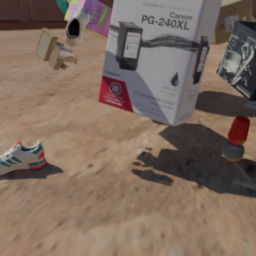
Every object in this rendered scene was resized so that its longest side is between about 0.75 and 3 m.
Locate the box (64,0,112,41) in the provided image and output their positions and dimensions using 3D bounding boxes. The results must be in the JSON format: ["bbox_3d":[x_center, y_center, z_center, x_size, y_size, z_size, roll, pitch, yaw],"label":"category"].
[{"bbox_3d":[-0.842,-3.106,8.146,1.581,0.764,1.390,17,14,-32],"label":"box"}]

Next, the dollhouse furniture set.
[{"bbox_3d":[-1.495,-1.900,6.753,1.085,0.621,1.272,43,30,24],"label":"dollhouse furniture set"}]

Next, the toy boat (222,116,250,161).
[{"bbox_3d":[3.272,0.668,6.081,2.466,1.146,2.073,30,41,35],"label":"toy boat"}]

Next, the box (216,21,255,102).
[{"bbox_3d":[3.197,-1.677,6.997,0.923,1.463,1.488,-7,41,-22],"label":"box"}]

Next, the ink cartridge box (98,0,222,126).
[{"bbox_3d":[0.636,-1.738,6.205,2.065,2.844,1.186,19,19,27],"label":"ink cartridge box"}]

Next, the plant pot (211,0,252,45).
[{"bbox_3d":[2.950,-3.524,8.713,1.680,1.678,1.487,-18,40,1],"label":"plant pot"}]

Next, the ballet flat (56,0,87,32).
[{"bbox_3d":[-1.801,-4.069,9.730,0.783,0.783,2.253,-15,56,-31],"label":"ballet flat"}]

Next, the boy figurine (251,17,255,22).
[{"bbox_3d":[4.520,-3.294,10.033,0.802,1.548,2.489,-31,24,8],"label":"boy figurine"}]

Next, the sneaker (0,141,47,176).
[{"bbox_3d":[-2.652,0.637,6.398,1.480,0.692,0.521,-7,25,-17],"label":"sneaker"}]

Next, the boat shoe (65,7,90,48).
[{"bbox_3d":[-1.214,-2.156,6.294,1.215,0.437,0.399,-29,24,56],"label":"boat shoe"}]
